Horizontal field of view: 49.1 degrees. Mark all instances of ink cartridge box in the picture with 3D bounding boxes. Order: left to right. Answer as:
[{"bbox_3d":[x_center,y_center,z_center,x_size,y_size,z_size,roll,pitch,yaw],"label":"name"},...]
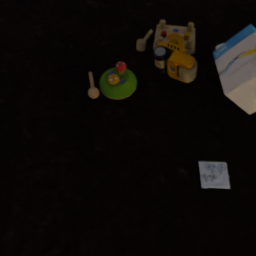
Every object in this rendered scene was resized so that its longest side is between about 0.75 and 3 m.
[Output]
[{"bbox_3d":[3.958,-1.850,9.065,1.521,1.514,2.073,29,44,-31],"label":"ink cartridge box"}]

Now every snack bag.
[{"bbox_3d":[2.426,1.333,7.883,0.813,0.092,0.862,2,52,2],"label":"snack bag"}]

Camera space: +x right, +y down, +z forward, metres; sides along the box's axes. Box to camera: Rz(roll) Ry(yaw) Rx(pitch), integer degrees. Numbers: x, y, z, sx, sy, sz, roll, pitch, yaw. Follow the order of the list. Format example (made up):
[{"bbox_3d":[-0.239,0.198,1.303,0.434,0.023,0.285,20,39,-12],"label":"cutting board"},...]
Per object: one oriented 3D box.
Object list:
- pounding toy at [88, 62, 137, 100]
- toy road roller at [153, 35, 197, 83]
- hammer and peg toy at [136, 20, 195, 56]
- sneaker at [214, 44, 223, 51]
[{"bbox_3d":[-0.568,-1.728,9.663,1.724,0.800,1.330,-6,60,-1],"label":"pounding toy"},{"bbox_3d":[1.786,-2.549,10.047,1.739,1.069,1.270,28,75,19],"label":"toy road roller"},{"bbox_3d":[1.531,-3.651,11.244,2.280,0.804,1.677,8,53,6],"label":"hammer and peg toy"},{"bbox_3d":[4.660,-3.332,10.645,2.542,1.362,0.849,4,53,3],"label":"sneaker"}]
